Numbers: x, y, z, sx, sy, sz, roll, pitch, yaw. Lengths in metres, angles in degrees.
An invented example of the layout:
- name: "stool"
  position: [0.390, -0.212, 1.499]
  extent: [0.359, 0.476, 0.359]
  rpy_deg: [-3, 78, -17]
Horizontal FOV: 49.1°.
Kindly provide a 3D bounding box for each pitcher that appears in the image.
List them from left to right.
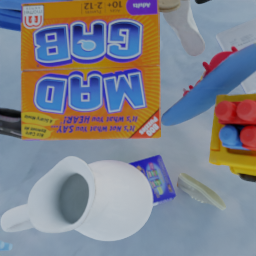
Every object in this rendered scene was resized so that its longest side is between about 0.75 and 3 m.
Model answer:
- name: "pitcher"
  position: [-0.551, 0.988, 3.638]
  extent: [1.486, 1.732, 1.050]
  rpy_deg: [-25, 67, 21]

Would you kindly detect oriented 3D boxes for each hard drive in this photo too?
- name: "hard drive"
  position: [3.333, -1.927, 7.433]
  extent: [1.262, 0.243, 1.913]
  rpy_deg: [-21, 70, 5]

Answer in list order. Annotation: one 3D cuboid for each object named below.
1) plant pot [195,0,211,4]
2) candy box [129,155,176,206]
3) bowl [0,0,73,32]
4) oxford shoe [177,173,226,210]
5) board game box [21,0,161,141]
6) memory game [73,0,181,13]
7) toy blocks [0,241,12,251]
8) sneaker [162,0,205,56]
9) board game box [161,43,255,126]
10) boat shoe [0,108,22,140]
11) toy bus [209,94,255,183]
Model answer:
- name: "plant pot"
  position: [2.475, -4.445, 7.154]
  extent: [2.151, 1.908, 2.146]
  rpy_deg: [-23, 94, -4]
- name: "candy box"
  position: [0.337, 1.423, 7.051]
  extent: [1.360, 0.524, 1.150]
  rpy_deg: [-14, 63, -9]
- name: "bowl"
  position: [-2.073, -2.559, 6.219]
  extent: [2.801, 2.801, 0.550]
  rpy_deg: [5, 99, 3]
- name: "oxford shoe"
  position: [1.804, 1.644, 7.033]
  extent: [1.358, 0.510, 0.392]
  rpy_deg: [32, 107, 8]
- name: "board game box"
  position: [-0.432, -0.733, 4.502]
  extent: [1.843, 1.841, 1.841]
  rpy_deg: [-1, 88, 5]
- name: "memory game"
  position: [0.125, -2.622, 5.082]
  extent: [2.407, 0.153, 2.407]
  rpy_deg: [-2, 49, 2]
- name: "toy blocks"
  position: [-2.606, 1.816, 3.437]
  extent: [1.874, 0.681, 1.562]
  rpy_deg: [-2, 21, 9]
- name: "sneaker"
  position: [1.153, -2.236, 5.923]
  extent: [0.573, 0.674, 1.522]
  rpy_deg: [-21, 100, 21]
- name: "board game box"
  position: [1.539, -0.921, 5.268]
  extent: [1.934, 2.448, 0.477]
  rpy_deg: [-10, 63, -49]
- name: "boat shoe"
  position: [-2.433, -0.090, 6.150]
  extent: [1.779, 0.507, 0.595]
  rpy_deg: [9, 71, -38]
- name: "toy bus"
  position: [2.652, 0.098, 4.699]
  extent: [2.603, 2.499, 1.766]
  rpy_deg: [3, 81, 43]
